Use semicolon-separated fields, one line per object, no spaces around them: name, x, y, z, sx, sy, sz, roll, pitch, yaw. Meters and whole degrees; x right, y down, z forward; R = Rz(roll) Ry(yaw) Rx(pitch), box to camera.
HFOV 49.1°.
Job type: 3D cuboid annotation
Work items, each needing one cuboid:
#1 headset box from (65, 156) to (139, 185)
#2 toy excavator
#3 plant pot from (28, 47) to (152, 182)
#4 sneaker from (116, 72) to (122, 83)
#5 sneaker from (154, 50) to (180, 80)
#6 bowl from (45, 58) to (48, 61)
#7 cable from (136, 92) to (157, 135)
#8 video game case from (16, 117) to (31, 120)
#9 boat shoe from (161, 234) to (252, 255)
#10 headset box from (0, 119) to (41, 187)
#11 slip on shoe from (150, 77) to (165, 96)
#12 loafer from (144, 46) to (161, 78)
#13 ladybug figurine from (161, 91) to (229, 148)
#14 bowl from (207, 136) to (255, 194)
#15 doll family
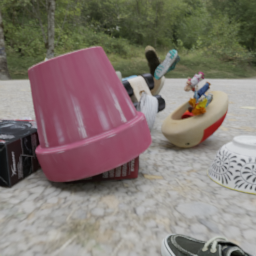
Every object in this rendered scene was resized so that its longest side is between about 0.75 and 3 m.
headset box;-0.694;0.716;6.799;1.890;0.730;1.407;-2;13;-22
toy excavator;-0.232;-1.309;11.536;1.450;2.822;2.902;-23;-4;-32
plant pot;-1.067;-0.433;6.605;2.754;2.465;2.754;-17;12;4
sneaker;-0.722;-0.647;9.343;1.280;2.409;0.901;-8;-16;-4
sneaker;1.708;-2.558;11.865;0.641;1.405;0.545;24;22;-43
bowl;-3.116;-2.156;12.197;0.808;1.721;1.721;-5;14;-11
cable;0.545;-0.362;9.109;0.491;1.418;1.418;8;-9;-7
video game case;-5.064;-0.325;12.853;1.175;0.106;0.841;-6;14;-26
boat shoe;1.168;1.625;3.362;0.637;0.574;1.801;-13;18;-43
headset box;-3.149;0.461;7.367;2.003;1.040;2.692;3;12;13
slip on shoe;0.649;-1.753;14.056;0.817;2.696;1.025;29;36;-37
loafer;1.136;-2.878;12.183;0.640;1.685;0.568;-11;52;11
ladybug figurine;2.310;-0.281;9.246;2.833;1.019;1.923;-37;21;-28
bowl;2.877;0.719;6.548;1.957;0.918;1.957;0;12;0
doll family;2.054;-0.862;8.076;0.866;1.395;0.629;-43;49;-16
